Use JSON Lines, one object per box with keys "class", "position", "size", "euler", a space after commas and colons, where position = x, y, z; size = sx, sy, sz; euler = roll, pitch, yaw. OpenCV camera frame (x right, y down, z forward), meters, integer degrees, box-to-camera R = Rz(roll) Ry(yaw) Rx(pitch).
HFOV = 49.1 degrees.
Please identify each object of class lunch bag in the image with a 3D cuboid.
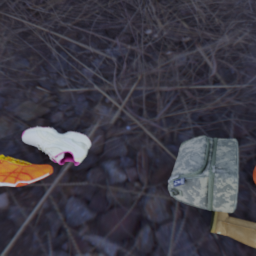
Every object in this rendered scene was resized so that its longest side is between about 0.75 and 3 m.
{"class": "lunch bag", "position": [2.125, 1.212, 7.795], "size": [1.730, 1.437, 2.062], "euler": [2, 32, 20]}

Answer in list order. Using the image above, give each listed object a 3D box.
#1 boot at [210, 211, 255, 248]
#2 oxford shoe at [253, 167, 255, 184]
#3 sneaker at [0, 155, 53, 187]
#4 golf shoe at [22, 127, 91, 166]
{"class": "boot", "position": [3.036, 2.580, 7.818], "size": [1.341, 0.444, 1.174], "euler": [15, 68, 7]}
{"class": "oxford shoe", "position": [5.063, 0.803, 8.314], "size": [2.928, 1.062, 1.042], "euler": [-42, 99, -16]}
{"class": "sneaker", "position": [-3.408, 1.238, 8.219], "size": [2.333, 0.851, 0.900], "euler": [-3, 95, -5]}
{"class": "golf shoe", "position": [-2.333, 0.575, 8.723], "size": [2.232, 0.840, 1.021], "euler": [7, 56, 8]}
